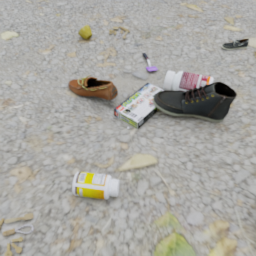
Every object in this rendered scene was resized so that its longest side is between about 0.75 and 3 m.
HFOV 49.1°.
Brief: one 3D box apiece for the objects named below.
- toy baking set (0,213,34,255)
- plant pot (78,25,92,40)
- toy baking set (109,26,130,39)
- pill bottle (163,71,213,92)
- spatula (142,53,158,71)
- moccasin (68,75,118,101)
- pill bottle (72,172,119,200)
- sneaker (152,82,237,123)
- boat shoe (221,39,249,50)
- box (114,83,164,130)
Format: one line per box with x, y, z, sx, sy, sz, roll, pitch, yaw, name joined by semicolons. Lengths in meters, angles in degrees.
-3.292;2.986;7.816;1.104;0.167;1.438;12;47;8;toy baking set
-2.299;-5.194;15.415;0.756;0.756;0.537;-37;88;-30;plant pot
-0.462;-5.419;15.974;1.432;0.167;1.099;34;58;29;toy baking set
2.529;-1.800;11.825;1.914;1.048;1.048;15;48;14;pill bottle
1.007;-3.260;13.841;0.511;0.186;1.807;-8;46;-10;spatula
-1.571;-1.768;11.692;2.459;0.949;0.899;19;51;37;moccasin
-0.966;1.775;8.563;1.351;0.738;0.738;6;46;5;pill bottle
2.473;-1.218;10.632;2.948;1.566;1.102;10;57;2;sneaker
5.659;-4.454;14.801;1.446;0.489;0.519;-7;48;-5;boat shoe
0.609;-0.960;11.455;1.243;0.392;2.258;31;53;26;box
